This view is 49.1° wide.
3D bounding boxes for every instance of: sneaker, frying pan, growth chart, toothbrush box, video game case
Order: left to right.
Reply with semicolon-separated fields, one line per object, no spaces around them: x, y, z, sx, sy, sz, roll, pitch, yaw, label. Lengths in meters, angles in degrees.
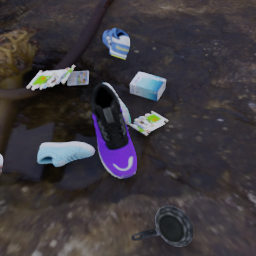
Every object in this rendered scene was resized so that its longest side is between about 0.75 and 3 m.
-2.770;-1.781;10.021;1.603;0.142;1.160;-3;46;18;growth chart
-1.678;0.776;7.486;1.591;0.588;0.652;-3;53;17;sneaker
-1.804;-1.798;10.130;0.755;0.068;0.541;-2;69;8;video game case
-0.701;-0.716;8.927;0.901;0.767;1.976;-24;48;-12;sneaker
-0.478;-0.010;7.421;0.933;1.334;2.683;-16;67;-8;sneaker
-0.402;-3.391;10.702;0.784;0.872;2.119;6;34;-26;sneaker
0.687;-1.458;9.743;1.046;0.446;0.766;20;53;17;toothbrush box
0.629;-0.170;8.616;0.871;0.107;1.204;28;42;36;growth chart
0.819;2.303;6.053;0.933;0.251;1.542;44;44;17;frying pan

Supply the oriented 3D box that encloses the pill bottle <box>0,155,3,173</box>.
-3.462;1.016;7.045;0.518;0.893;0.518;16;48;-19;pill bottle
